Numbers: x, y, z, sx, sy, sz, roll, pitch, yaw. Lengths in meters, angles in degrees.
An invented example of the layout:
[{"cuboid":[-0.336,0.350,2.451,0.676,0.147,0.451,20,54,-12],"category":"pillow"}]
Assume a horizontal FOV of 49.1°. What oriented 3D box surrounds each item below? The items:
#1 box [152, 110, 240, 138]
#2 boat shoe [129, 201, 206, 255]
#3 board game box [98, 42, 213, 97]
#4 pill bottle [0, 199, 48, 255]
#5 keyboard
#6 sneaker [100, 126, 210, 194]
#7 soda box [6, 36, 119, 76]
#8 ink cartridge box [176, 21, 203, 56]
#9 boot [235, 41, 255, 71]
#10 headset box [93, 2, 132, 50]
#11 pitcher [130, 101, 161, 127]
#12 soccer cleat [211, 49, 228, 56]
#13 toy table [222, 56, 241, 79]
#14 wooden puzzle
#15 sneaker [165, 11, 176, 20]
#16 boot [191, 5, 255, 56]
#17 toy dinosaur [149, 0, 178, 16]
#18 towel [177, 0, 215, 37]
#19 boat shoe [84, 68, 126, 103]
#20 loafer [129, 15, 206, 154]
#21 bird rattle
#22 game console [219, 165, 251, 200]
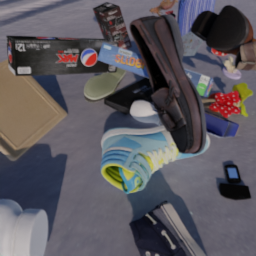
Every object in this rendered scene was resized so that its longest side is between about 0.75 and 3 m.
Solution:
[{"cuboid":[1.975,-0.262,7.649,1.783,0.477,2.943,25,11,25],"category":"box"},{"cuboid":[0.819,2.481,5.237,1.034,0.833,2.230,-23,38,-10],"category":"boat shoe"},{"cuboid":[0.804,-1.452,7.261,2.716,0.468,1.839,22,12,14],"category":"board game box"},{"cuboid":[-2.856,2.023,5.238,2.441,1.369,1.369,2,37,2],"category":"pill bottle"},{"cuboid":[0.660,-1.246,10.464,1.726,0.369,2.875,23,43,37],"category":"keyboard"},{"cuboid":[0.658,0.847,7.036,2.900,1.153,1.893,-5,34,9],"category":"sneaker"},{"cuboid":[-1.820,-2.090,8.070,2.992,0.948,1.059,-8,24,-29],"category":"soda box"},{"cuboid":[1.537,-3.115,9.682,2.023,1.641,0.507,-1,75,-6],"category":"ink cartridge box"},{"cuboid":[2.630,-1.242,5.370,1.094,1.496,0.525,-1,68,17],"category":"boot"},{"cuboid":[-0.573,-3.763,10.758,0.664,1.769,1.315,-29,38,-10],"category":"headset box"},{"cuboid":[0.726,-0.533,9.270,1.128,0.684,0.968,23,38,17],"category":"pitcher"},{"cuboid":[4.905,-3.909,13.871,1.693,0.581,0.721,-9,17,-2],"category":"soccer cleat"},{"cuboid":[4.506,-2.607,12.033,0.978,0.623,1.064,-11,37,-15],"category":"toy table"},{"cuboid":[-3.525,-0.651,8.502,2.566,0.517,2.774,48,40,-9],"category":"wooden puzzle"},{"cuboid":[1.647,-4.307,10.885,0.338,0.313,0.839,-12,44,6],"category":"sneaker"},{"cuboid":[2.990,-1.741,6.566,2.705,0.926,2.547,23,13,-14],"category":"boot"},{"cuboid":[1.399,-4.521,10.415,1.104,0.474,0.748,-9,41,48],"category":"toy dinosaur"},{"cuboid":[1.780,-2.990,7.168,1.442,1.044,0.172,-33,55,-24],"category":"towel"},{"cuboid":[-0.874,-1.578,10.556,0.930,0.786,2.609,33,44,4],"category":"boat shoe"},{"cuboid":[0.643,-0.784,5.145,0.852,0.972,2.705,-8,79,-23],"category":"loafer"},{"cuboid":[3.113,-0.758,9.240,2.039,1.149,1.663,-20,16,-40],"category":"bird rattle"},{"cuboid":[2.657,1.355,7.146,0.697,0.142,1.182,5,37,6],"category":"game console"}]
